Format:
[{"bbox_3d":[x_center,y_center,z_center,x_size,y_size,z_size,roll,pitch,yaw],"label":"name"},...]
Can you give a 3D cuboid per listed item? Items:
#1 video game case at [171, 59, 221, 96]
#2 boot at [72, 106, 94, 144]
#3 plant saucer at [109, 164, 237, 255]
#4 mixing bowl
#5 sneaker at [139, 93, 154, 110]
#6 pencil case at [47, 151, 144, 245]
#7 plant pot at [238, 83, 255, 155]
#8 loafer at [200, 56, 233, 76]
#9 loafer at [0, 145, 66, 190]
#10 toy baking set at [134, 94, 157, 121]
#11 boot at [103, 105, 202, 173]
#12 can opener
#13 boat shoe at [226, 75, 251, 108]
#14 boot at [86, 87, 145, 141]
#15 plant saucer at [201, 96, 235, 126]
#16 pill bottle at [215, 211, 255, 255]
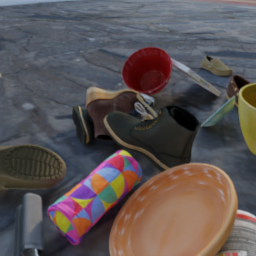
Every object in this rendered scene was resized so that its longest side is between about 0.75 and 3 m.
[{"bbox_3d":[2.551,-2.005,10.952,2.077,0.187,1.487,24,16,-37],"label":"video game case"},{"bbox_3d":[-1.033,-0.170,8.776,1.194,0.669,1.726,0,37,-21],"label":"boot"},{"bbox_3d":[0.778,1.635,4.985,2.467,0.462,2.467,-31,20,13],"label":"plant saucer"},{"bbox_3d":[0.835,-2.027,10.933,1.949,1.056,1.949,-7,67,17],"label":"mixing bowl"},{"bbox_3d":[0.274,-1.068,10.344,1.469,0.551,0.637,16,28,10],"label":"sneaker"},{"bbox_3d":[-0.605,1.385,5.936,0.987,0.987,2.233,22,37,31],"label":"pencil case"},{"bbox_3d":[4.028,-0.058,7.581,2.266,1.609,2.266,0,32,0],"label":"plant pot"},{"bbox_3d":[4.130,-2.925,13.175,0.679,0.602,1.785,-21,38,-30],"label":"loafer"},{"bbox_3d":[-2.764,0.961,6.569,2.608,0.879,0.992,9,51,-4],"label":"loafer"},{"bbox_3d":[0.613,-0.195,7.974,0.178,1.533,1.177,-36,41,-18],"label":"toy baking set"},{"bbox_3d":[0.552,-0.137,6.953,2.657,1.838,1.029,30,52,21],"label":"boot"},{"bbox_3d":[-1.587,2.235,5.029,0.812,0.647,2.427,23,20,-29],"label":"can opener"},{"bbox_3d":[4.291,-1.018,9.805,0.936,0.935,2.659,-8,34,-14],"label":"boat shoe"},{"bbox_3d":[-0.228,-0.346,8.855,2.263,0.819,1.882,5,53,-32],"label":"boot"},{"bbox_3d":[2.875,-0.437,8.750,0.263,1.367,1.367,48,48,10],"label":"plant saucer"},{"bbox_3d":[1.684,2.296,4.258,1.088,1.088,1.878,7,32,11],"label":"pill bottle"}]
